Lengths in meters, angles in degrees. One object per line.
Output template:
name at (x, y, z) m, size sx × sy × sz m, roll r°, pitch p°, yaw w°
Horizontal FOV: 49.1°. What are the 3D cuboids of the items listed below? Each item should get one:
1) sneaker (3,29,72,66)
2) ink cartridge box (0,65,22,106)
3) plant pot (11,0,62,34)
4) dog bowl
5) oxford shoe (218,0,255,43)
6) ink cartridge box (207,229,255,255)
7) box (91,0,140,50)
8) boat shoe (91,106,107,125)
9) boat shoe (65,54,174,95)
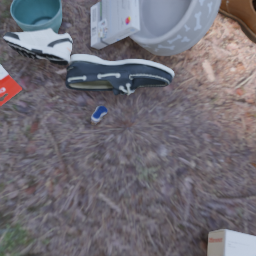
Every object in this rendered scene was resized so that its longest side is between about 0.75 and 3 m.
sneaker at (-2.347, -2.261, 7.450) m, size 1.955 × 0.721 × 0.782 m, roll 16°, pitch 80°, yaw 9°
ink cartridge box at (-3.942, -1.254, 7.758) m, size 1.260 × 0.372 × 1.575 m, roll -42°, pitch 72°, yaw -16°
plant pot at (-2.584, -3.230, 8.293) m, size 1.411 × 0.945 × 1.411 m, roll 0°, pitch 67°, yaw 1°
dog bowl at (0.944, -3.473, 7.508) m, size 0.858 × 2.927 × 2.927 m, roll -1°, pitch 57°, yaw -50°
oxford shoe at (3.483, -3.885, 8.550) m, size 1.030 × 1.030 × 2.889 m, roll -36°, pitch 70°, yaw -13°
ink cartridge box at (1.995, 2.947, 5.499) m, size 0.706 × 1.204 × 1.644 m, roll 11°, pitch 67°, yaw 5°
box at (-0.407, -3.069, 7.826) m, size 1.629 × 0.335 × 1.270 m, roll -10°, pitch 78°, yaw 43°
boat shoe at (-0.787, -0.334, 7.308) m, size 0.271 × 0.272 × 0.750 m, roll 35°, pitch 34°, yaw 3°
boat shoe at (-0.270, -1.262, 7.357) m, size 2.890 × 1.093 × 0.872 m, roll 8°, pitch 77°, yaw 20°
